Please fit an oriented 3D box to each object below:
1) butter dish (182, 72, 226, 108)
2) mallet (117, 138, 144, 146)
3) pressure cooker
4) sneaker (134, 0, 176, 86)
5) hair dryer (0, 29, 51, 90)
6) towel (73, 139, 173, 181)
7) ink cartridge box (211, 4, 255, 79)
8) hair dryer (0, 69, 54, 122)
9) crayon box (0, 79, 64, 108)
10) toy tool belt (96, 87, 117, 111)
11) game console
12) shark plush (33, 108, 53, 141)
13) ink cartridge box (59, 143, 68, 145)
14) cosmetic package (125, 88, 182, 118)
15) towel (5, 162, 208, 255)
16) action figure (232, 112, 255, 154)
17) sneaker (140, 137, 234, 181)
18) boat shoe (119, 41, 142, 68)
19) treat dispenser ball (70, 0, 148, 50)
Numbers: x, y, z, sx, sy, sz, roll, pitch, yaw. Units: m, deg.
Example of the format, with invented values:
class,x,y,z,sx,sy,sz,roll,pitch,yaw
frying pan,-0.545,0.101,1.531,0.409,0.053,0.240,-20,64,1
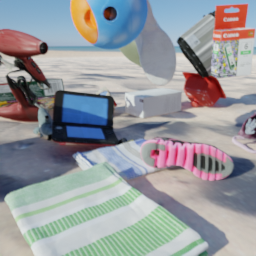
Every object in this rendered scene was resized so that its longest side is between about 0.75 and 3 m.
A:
class,x,y,z,sx,sy,sz,roll,pitch,yaw
butter dish,3.254,-1.543,12.720,1.808,1.336,1.803,19,-15,43
mallet,0.131,0.374,8.191,1.001,0.206,0.330,-9,-20,-36
pressure cooker,3.289,-3.282,10.744,2.279,2.005,2.036,-38,12,13
sneaker,0.524,-2.253,7.140,0.903,2.399,1.062,-22,11,2
hair dryer,-2.802,-1.987,7.849,1.979,0.706,2.598,27,-16,-24
towel,-0.050,0.773,6.983,2.263,0.269,1.662,-10,21,-29
ink cartridge box,2.502,-2.051,6.667,0.890,1.634,0.411,-8,23,-10
hair dryer,-3.687,-1.034,9.961,2.849,2.170,0.774,-29,41,30
crayon box,-4.283,-1.329,11.590,2.673,0.779,2.306,-11,1,-32
toy tool belt,-1.121,-0.926,11.349,1.143,1.162,1.861,-30,20,-2
game console,-1.191,-0.291,7.887,1.795,1.065,1.547,4,20,-16
shark plush,-2.589,-0.054,8.701,0.858,0.787,1.889,-4,18,-12
ink cartridge box,-1.657,0.239,8.510,0.819,0.345,0.593,-2,18,-8
cosmetic package,1.077,-1.094,11.826,2.213,0.898,1.249,-14,22,-33
towel,-0.468,1.444,4.412,2.128,0.326,2.790,-14,28,-34
action figure,4.205,0.133,8.213,1.475,1.640,2.202,39,15,24
sneaker,1.378,0.592,6.564,2.081,0.822,0.993,13,15,13
boat shoe,0.645,-2.687,10.159,0.899,2.523,0.760,-30,28,51
treat dispenser ball,-0.387,-2.452,5.807,1.597,1.597,1.597,0,18,0
